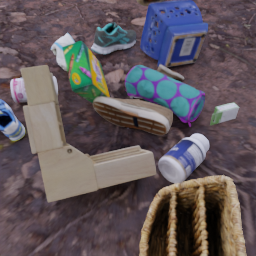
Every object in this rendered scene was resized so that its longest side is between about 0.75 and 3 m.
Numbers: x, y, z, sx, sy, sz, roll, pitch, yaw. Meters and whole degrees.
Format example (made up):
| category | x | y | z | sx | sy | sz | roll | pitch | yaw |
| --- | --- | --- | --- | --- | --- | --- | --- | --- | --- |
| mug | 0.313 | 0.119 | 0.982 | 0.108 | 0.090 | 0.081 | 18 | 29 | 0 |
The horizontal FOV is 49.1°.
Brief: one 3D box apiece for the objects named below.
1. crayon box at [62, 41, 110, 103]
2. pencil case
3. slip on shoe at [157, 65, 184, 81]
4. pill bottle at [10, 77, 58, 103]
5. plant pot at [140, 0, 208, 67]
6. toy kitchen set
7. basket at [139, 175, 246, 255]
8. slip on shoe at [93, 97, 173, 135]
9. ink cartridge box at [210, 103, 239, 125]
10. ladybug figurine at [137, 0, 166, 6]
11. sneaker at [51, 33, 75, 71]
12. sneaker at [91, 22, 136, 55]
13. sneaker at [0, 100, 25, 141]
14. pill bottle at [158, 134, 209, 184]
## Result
| category | x | y | z | sx | sy | sz | roll | pitch | yaw |
| --- | --- | --- | --- | --- | --- | --- | --- | --- | --- |
| crayon box | -1.235 | -1.616 | 8.676 | 0.638 | 2.190 | 1.301 | -16 | 83 | 7 |
| pencil case | 1.173 | -1.107 | 9.202 | 2.554 | 1.087 | 1.180 | 27 | 88 | 22 |
| slip on shoe | 1.564 | -1.950 | 10.338 | 1.149 | 0.348 | 0.437 | 19 | 14 | -32 |
| pill bottle | -3.179 | -1.342 | 9.595 | 1.433 | 0.812 | 0.812 | -9 | 47 | -7 |
| plant pot | 1.827 | -3.549 | 10.884 | 2.003 | 2.003 | 1.801 | -12 | 53 | -19 |
| toy kitchen set | -1.147 | -0.053 | 7.485 | 2.678 | 2.969 | 2.422 | -12 | 3 | -14 |
| basket | 1.117 | 2.275 | 5.478 | 1.770 | 1.848 | 2.481 | 6 | 48 | 6 |
| slip on shoe | 0.150 | -0.537 | 8.667 | 2.520 | 0.958 | 0.763 | 16 | 55 | 20 |
| ink cartridge box | 3.015 | -0.453 | 8.982 | 0.960 | 0.498 | 0.285 | -15 | 46 | -13 |
| ladybug figurine | 0.932 | -5.010 | 10.516 | 1.253 | 0.851 | 0.451 | -5 | 75 | 5 |
| sneaker | -2.022 | -2.420 | 10.542 | 0.976 | 0.925 | 2.417 | -35 | 67 | 1 |
| sneaker | -0.473 | -3.887 | 11.728 | 0.934 | 1.098 | 2.406 | 34 | 46 | 26 |
| sneaker | -3.885 | -0.423 | 8.513 | 1.861 | 0.766 | 0.688 | 40 | 78 | 17 |
| pill bottle | 1.566 | 0.770 | 7.601 | 0.810 | 0.810 | 1.458 | 34 | 53 | 28 |
